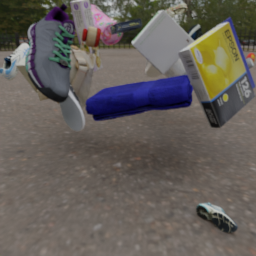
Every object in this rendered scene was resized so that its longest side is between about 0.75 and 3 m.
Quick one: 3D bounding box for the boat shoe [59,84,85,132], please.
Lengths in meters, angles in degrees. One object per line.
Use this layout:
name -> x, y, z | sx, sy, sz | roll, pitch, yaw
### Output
boat shoe -> -1.523, -0.705, 7.296 | 0.569, 1.628, 0.539 | -29, 2, 26

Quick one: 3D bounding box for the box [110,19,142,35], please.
box -> -0.085, -2.979, 8.270 | 0.770, 0.249, 0.976 | -16, 15, -8

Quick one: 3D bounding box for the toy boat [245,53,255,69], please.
toy boat -> 3.178, -2.288, 8.645 | 1.483, 1.247, 0.689 | 25, 47, 14

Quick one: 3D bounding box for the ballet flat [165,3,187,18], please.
ballet flat -> 1.928, -4.812, 11.622 | 1.196, 0.452, 0.382 | -29, 59, -2

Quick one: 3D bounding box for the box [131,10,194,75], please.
box -> 1.147, -2.962, 9.738 | 1.532, 1.524, 1.312 | 40, 15, -16

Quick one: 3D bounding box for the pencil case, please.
pencil case -> -1.232, -4.670, 12.610 | 1.077, 1.077, 2.463 | -12, 45, -29

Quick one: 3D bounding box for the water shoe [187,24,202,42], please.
water shoe -> 2.685, -3.820, 11.960 | 1.449, 0.572, 0.518 | -46, 23, -17

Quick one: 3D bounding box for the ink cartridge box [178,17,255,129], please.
ink cartridge box -> 2.508, -1.462, 7.170 | 2.187, 2.161, 0.514 | -37, 20, -22

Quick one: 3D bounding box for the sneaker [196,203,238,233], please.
sneaker -> 1.847, 1.760, 5.681 | 0.392, 0.353, 0.909 | -11, 23, -35

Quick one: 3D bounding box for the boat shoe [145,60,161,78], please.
boat shoe -> 1.287, -3.460, 13.693 | 1.000, 0.952, 2.778 | -7, -20, 3

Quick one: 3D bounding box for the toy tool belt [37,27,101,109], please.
toy tool belt -> -1.959, -2.068, 9.151 | 1.668, 2.714, 1.694 | 10, 12, -15

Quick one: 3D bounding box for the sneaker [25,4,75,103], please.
sneaker -> -1.567, -1.730, 6.013 | 0.936, 1.101, 2.516 | 22, 37, -47

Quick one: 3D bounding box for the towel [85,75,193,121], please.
towel -> 0.399, -0.847, 7.904 | 2.812, 0.697, 2.076 | -6, 17, 16

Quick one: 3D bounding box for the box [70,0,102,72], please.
box -> -1.711, -3.792, 11.707 | 0.559, 2.891, 0.599 | 13, 36, 34

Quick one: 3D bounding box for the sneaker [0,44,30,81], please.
sneaker -> -4.633, -2.836, 11.509 | 0.694, 0.700, 1.931 | 1, 57, 26

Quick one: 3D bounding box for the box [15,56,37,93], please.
box -> -3.230, -1.849, 9.754 | 0.495, 1.273, 0.604 | 11, 56, 33

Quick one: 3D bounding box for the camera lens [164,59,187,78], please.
camera lens -> 2.006, -2.504, 11.543 | 1.456, 1.165, 1.165 | 47, 34, 7
